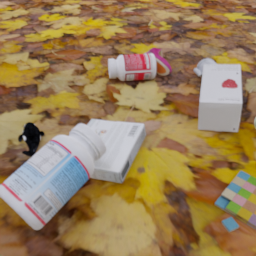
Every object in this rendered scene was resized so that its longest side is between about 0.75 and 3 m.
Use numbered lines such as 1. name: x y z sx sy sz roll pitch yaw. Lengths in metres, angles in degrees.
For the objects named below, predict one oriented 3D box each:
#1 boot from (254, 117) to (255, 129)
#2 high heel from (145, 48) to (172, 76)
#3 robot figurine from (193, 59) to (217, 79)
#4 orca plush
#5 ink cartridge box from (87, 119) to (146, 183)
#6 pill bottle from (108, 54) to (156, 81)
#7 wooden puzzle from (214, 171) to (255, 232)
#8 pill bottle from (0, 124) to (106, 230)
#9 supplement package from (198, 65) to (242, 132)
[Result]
1. boot: 4.819 -0.099 8.243 2.047 0.741 1.477 24 43 16
2. high heel: 1.455 -2.845 11.738 1.100 0.772 2.293 -25 30 -13
3. robot figurine: 3.145 -2.187 10.864 1.158 0.771 1.366 -1 38 -11
4. orca plush: -2.843 0.200 8.000 0.737 0.498 1.401 -2 38 -2
5. ink cartridge box: -0.625 0.536 7.607 1.711 0.429 1.972 5 39 23
6. pill bottle: 0.136 -2.342 10.874 1.769 0.993 0.993 -5 38 -8
7. wooden puzzle: 2.886 1.665 6.388 1.293 0.153 2.180 29 46 32
8. pill bottle: -1.520 0.945 5.978 1.199 1.199 2.204 27 59 31
9. supplement package: 2.833 -0.958 8.648 1.174 1.160 1.937 4 46 15
